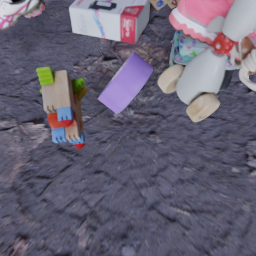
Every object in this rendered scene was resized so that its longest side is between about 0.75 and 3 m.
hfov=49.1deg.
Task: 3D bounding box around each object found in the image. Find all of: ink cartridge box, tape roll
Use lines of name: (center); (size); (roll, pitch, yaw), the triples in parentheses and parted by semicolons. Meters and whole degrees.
ink cartridge box: (-0.726, -4.784, 11.772); (2.850, 1.180, 2.077); (14, 51, 11)
tape roll: (-0.059, -0.886, 5.549); (0.496, 1.168, 1.168); (38, 53, -11)

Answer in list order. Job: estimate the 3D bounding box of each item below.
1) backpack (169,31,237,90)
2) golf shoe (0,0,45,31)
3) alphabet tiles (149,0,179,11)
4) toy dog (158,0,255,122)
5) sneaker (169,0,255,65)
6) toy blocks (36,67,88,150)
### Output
backpack: (2.543, -2.654, 9.674); (2.194, 1.861, 2.471); (7, 45, 5)
golf shoe: (-2.819, -2.859, 6.645); (1.580, 0.727, 0.573); (-19, 67, 13)
alphabet tiles: (1.217, -4.126, 7.686); (1.729, 2.068, 0.078); (-31, 67, 24)
toy dog: (1.913, -1.336, 5.744); (1.345, 2.793, 1.842); (-22, 87, -39)
sneaker: (2.379, -2.365, 6.380); (2.918, 1.265, 1.075); (31, 37, 11)
toy blocks: (-1.313, -0.269, 5.880); (0.976, 1.953, 1.335); (-9, 77, -2)
